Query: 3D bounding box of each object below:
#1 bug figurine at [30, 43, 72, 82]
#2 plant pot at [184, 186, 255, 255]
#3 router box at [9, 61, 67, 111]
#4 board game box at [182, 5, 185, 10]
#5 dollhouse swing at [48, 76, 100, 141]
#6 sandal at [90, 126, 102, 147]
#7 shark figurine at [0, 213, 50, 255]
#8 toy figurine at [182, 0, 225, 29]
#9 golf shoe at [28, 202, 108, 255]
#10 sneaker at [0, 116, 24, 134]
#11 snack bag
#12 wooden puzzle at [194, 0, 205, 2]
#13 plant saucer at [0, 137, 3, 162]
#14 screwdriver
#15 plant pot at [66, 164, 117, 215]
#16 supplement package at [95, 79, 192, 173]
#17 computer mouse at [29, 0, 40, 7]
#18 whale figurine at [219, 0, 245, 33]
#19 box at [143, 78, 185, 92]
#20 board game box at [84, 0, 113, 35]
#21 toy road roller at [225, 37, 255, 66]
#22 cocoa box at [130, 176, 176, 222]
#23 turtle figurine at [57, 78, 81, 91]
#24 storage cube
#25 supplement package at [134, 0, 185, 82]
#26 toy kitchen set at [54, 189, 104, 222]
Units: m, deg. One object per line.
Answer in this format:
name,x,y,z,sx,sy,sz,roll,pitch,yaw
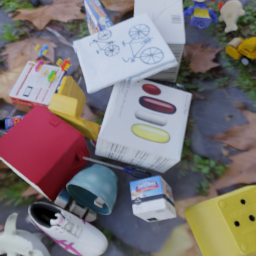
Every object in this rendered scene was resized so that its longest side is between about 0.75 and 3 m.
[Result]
bug figurine,-2.867,-2.361,10.286,1.485,0.382,1.151,36,87,7
plant pot,2.914,2.583,7.376,1.964,1.732,1.964,-15,62,-11
router box,-3.323,-1.591,10.480,1.551,0.422,1.728,14,62,7
board game box,1.860,-5.683,12.903,1.392,0.163,0.729,40,66,19
dollhouse swing,-1.428,-0.662,8.672,1.437,1.581,1.390,16,67,29
sandal,0.036,0.203,9.365,2.620,0.644,1.066,0,61,0
shark figurine,-2.410,3.326,7.498,2.885,1.204,1.724,27,98,22
toy figurine,2.907,-4.967,11.805,2.700,1.424,1.618,4,72,-9
golf shoe,-1.702,2.805,7.675,2.426,1.117,0.881,22,63,10
sneaker,-3.715,-0.093,9.265,1.699,0.666,0.640,-10,79,16
snack bag,-0.219,-2.210,8.283,2.665,0.285,2.513,-22,54,0
wooden puzzle,2.647,-5.577,10.671,2.427,0.488,2.623,-40,50,-19
plant saucer,-4.169,0.716,8.950,0.870,0.870,0.150,-46,32,-22
screwdriver,-0.282,1.124,8.160,2.144,0.299,0.312,22,52,-14
plant pot,-0.906,1.691,8.152,1.464,1.464,0.981,25,56,13
supplement package,0.408,-0.091,8.292,2.233,1.642,2.135,16,68,-4
computer mouse,-4.524,-6.210,13.132,0.446,0.259,1.521,-25,64,-12
whale figurine,4.521,-4.762,12.134,1.120,0.731,1.408,-5,77,39
box,1.140,-1.076,9.887,1.569,0.959,0.832,10,61,4
board game box,-0.977,-3.627,10.841,0.448,1.762,2.603,-22,64,-11
toy road roller,4.629,-3.211,11.081,1.286,0.939,0.790,41,69,20
cocoa box,0.706,1.989,7.730,0.891,1.336,0.876,-16,59,15
turtle figurine,-2.138,-1.295,9.952,0.937,0.909,0.675,-3,13,31
storage cube,-2.484,0.783,8.406,2.065,1.765,1.856,33,67,17
supplement package,1.006,-3.027,10.195,1.705,2.318,2.217,3,62,1
toy kitchen set,-1.330,2.006,8.292,1.247,0.734,0.999,32,91,-6
